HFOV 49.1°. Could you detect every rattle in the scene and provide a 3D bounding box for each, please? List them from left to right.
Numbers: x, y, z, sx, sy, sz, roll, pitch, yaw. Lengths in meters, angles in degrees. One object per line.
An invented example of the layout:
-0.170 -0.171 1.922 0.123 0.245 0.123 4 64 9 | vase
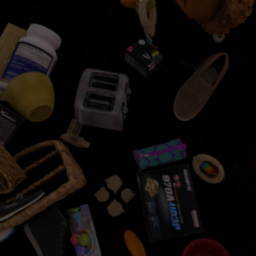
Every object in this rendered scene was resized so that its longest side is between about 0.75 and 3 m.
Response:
-0.051 4.966 8.556 1.935 1.764 2.709 31 114 23 | rattle
0.358 -3.724 10.060 1.339 1.220 1.874 -1 107 10 | rattle

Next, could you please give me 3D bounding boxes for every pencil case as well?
1.033 0.877 9.238 1.671 0.772 0.711 -15 72 -4 | pencil case

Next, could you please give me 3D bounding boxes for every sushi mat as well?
-4.358 -2.370 10.064 1.338 0.169 2.797 24 82 4 | sushi mat

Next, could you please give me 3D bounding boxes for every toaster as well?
-0.883 -0.922 9.145 1.834 1.088 1.659 10 62 0 | toaster

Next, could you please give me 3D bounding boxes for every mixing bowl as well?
2.374 4.243 8.572 1.503 0.814 1.503 -4 62 8 | mixing bowl

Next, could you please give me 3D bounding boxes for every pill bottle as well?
-3.230 -2.147 9.421 1.374 1.374 2.375 21 81 3 | pill bottle

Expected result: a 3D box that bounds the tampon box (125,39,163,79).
0.535 -2.369 9.641 1.047 0.661 0.785 42 64 14 | tampon box

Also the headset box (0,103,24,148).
-4.711 0.393 8.653 2.025 1.051 2.720 22 78 48 | headset box

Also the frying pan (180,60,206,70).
2.540 -1.981 9.967 1.373 0.223 0.830 -5 86 1 | frying pan

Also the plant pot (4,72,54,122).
-2.976 -0.843 8.915 1.529 1.529 1.086 -32 63 -5 | plant pot

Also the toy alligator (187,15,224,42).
2.568 -4.146 10.099 0.906 0.656 2.732 -20 81 -14 | toy alligator

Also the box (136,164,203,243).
1.310 2.405 9.121 1.737 0.503 2.186 -10 81 -2 | box

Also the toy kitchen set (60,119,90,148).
-1.717 0.107 9.118 0.933 0.761 0.842 6 70 43 | toy kitchen set

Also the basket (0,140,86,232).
-2.945 1.557 8.482 2.739 2.041 1.955 -31 81 -3 | basket

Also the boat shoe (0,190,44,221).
-2.978 2.028 7.686 1.354 0.486 0.458 -26 90 -19 | boat shoe

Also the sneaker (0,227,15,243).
-4.414 3.488 8.910 1.558 0.596 0.629 -24 78 -8 | sneaker

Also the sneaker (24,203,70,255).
-2.092 3.611 8.730 1.265 0.891 2.381 -38 81 -5 | sneaker

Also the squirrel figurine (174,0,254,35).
2.893 -4.128 8.378 1.689 2.228 2.387 -25 80 -48 | squirrel figurine

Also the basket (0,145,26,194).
-3.621 1.151 7.521 1.032 1.446 1.078 15 48 43 | basket

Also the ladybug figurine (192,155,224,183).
2.635 1.329 9.300 1.160 0.417 0.788 42 100 5 | ladybug figurine

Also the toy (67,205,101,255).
-1.495 3.399 8.723 1.040 0.427 1.807 -25 72 34 | toy

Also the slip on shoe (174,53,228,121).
2.496 -1.410 9.499 1.006 0.801 2.645 40 90 3 | slip on shoe

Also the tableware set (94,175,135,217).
-0.441 2.225 9.167 1.043 0.145 1.249 -42 101 -5 | tableware set
